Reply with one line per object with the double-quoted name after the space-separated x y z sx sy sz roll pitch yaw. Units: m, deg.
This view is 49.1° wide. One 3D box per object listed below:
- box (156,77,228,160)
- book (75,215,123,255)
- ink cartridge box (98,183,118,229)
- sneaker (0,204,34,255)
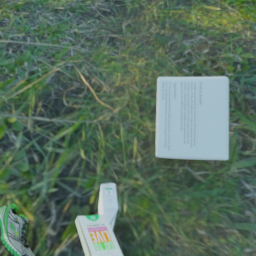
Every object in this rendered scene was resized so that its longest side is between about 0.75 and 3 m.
1.910 -0.199 8.775 2.010 2.347 2.335 1 85 9 "box"
-0.652 2.415 6.128 0.744 0.268 1.114 7 30 -33 "book"
-0.524 2.752 7.700 0.487 1.565 1.944 -3 52 -12 "ink cartridge box"
-3.207 2.995 8.050 0.869 0.796 2.041 -32 59 -22 "sneaker"
